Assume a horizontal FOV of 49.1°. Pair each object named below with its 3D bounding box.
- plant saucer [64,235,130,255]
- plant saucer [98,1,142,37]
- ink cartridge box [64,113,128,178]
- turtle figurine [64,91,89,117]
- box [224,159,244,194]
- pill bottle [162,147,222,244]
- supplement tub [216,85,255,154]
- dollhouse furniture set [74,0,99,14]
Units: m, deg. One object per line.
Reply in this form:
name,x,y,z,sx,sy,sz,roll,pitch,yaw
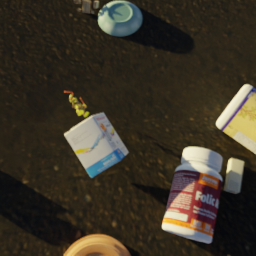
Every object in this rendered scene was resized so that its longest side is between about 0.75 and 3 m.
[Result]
plant saucer,-1.081,5.057,9.488,2.685,0.433,2.685,0,69,1
plant saucer,-0.391,-5.458,13.598,2.200,0.423,2.200,0,69,-1
ink cartridge box,-1.109,0.574,10.155,1.315,1.339,1.819,-33,90,15
turtle figurine,-2.024,-0.890,11.041,0.409,1.269,1.023,-40,58,7
box,4.053,1.846,10.738,0.508,0.422,1.235,16,69,6
pill bottle,2.347,2.313,9.862,1.691,1.691,2.962,15,70,6
supplement tub,5.055,-0.101,10.636,2.787,2.026,2.026,37,73,14
dollhouse furniture set,-2.066,-6.019,13.833,1.116,0.578,0.494,10,29,4
